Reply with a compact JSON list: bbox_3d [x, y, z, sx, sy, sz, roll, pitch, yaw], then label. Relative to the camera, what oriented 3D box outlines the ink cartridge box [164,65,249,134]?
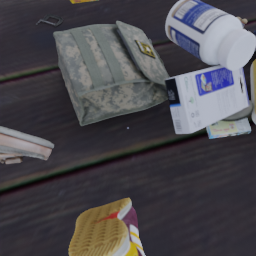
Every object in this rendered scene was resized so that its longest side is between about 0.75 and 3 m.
[{"bbox_3d":[1.784,-0.720,6.044,2.295,0.450,1.141,-19,99,-36],"label":"ink cartridge box"}]

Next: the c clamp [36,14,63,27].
[{"bbox_3d":[-2.681,-3.693,9.691,0.766,0.104,0.654,16,60,9],"label":"c clamp"}]

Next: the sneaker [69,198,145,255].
[{"bbox_3d":[-0.208,1.791,3.974,0.941,2.512,1.132,-19,88,2],"label":"sneaker"}]

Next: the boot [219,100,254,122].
[{"bbox_3d":[2.225,-0.762,7.313,1.914,1.250,0.648,6,65,27],"label":"boot"}]

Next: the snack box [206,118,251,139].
[{"bbox_3d":[2.769,-0.106,7.849,1.145,0.212,0.665,-7,64,-3],"label":"snack box"}]

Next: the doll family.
[{"bbox_3d":[3.888,-2.547,8.754,2.041,0.801,1.180,24,61,8],"label":"doll family"}]

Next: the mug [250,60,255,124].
[{"bbox_3d":[3.955,-0.891,7.318,2.240,1.794,1.839,27,70,-34],"label":"mug"}]

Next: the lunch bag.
[{"bbox_3d":[-0.317,-1.661,7.829,2.875,1.690,2.358,-16,63,-16],"label":"lunch bag"}]

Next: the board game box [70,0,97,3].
[{"bbox_3d":[-0.687,-2.818,5.410,0.819,0.257,1.714,-54,31,1],"label":"board game box"}]

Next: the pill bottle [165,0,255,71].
[{"bbox_3d":[1.781,-2.051,6.162,1.065,1.065,1.919,-29,50,-13],"label":"pill bottle"}]

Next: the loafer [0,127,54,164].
[{"bbox_3d":[-2.894,0.307,5.432,2.738,0.984,0.861,17,81,-13],"label":"loafer"}]
